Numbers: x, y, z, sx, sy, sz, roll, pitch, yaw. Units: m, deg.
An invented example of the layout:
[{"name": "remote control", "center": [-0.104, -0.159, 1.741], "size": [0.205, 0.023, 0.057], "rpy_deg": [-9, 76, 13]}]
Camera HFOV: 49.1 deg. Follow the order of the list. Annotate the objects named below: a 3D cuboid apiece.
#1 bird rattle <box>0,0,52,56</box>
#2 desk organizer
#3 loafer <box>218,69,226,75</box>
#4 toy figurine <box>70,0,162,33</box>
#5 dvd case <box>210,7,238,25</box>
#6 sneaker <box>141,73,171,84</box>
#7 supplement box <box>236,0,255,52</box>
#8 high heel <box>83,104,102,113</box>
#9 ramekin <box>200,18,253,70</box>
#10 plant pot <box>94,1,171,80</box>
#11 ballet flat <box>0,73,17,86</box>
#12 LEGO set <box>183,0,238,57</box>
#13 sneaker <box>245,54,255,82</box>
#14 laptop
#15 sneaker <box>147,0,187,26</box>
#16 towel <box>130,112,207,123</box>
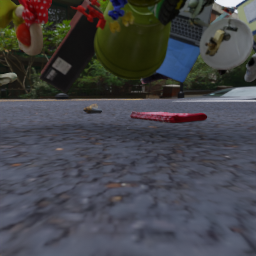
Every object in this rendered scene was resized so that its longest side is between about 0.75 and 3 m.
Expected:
[{"name": "bird rattle", "center": [-3.003, -3.149, 8.530], "size": [2.231, 1.819, 1.257], "rpy_deg": [18, 36, 36]}, {"name": "desk organizer", "center": [-1.766, -2.736, 9.390], "size": [1.029, 2.870, 1.105], "rpy_deg": [30, 19, -32]}, {"name": "loafer", "center": [3.452, -2.299, 10.326], "size": [0.312, 0.305, 0.856], "rpy_deg": [-29, -27, -9]}, {"name": "toy figurine", "center": [-0.097, -2.567, 4.860], "size": [0.993, 1.128, 1.883], "rpy_deg": [25, -12, -29]}, {"name": "dvd case", "center": [2.709, -3.142, 7.874], "size": [0.689, 0.104, 0.944], "rpy_deg": [-36, 3, 35]}, {"name": "sneaker", "center": [1.244, -2.171, 11.619], "size": [1.333, 0.507, 0.963], "rpy_deg": [-30, 28, -35]}, {"name": "supplement box", "center": [4.639, -3.538, 8.967], "size": [1.153, 1.715, 1.717], "rpy_deg": [27, -39, -37]}, {"name": "high heel", "center": [-2.056, -1.059, 14.842], "size": [0.953, 0.477, 1.336], "rpy_deg": [3, 14, -28]}, {"name": "ramekin", "center": [2.454, -2.020, 6.911], "size": [1.234, 1.234, 0.575], "rpy_deg": [5, 5, 32]}, {"name": "plant pot", "center": [0.222, -2.757, 7.494], "size": [2.236, 2.236, 2.153], "rpy_deg": [-1, -13, -8]}, {"name": "ballet flat", "center": [-3.041, -1.136, 6.714], "size": [0.809, 0.281, 0.281], "rpy_deg": [-10, 3, 22]}, {"name": "LEGO set", "center": [1.814, -2.978, 6.628], "size": [0.732, 1.678, 2.584], "rpy_deg": [8, 44, -16]}, {"name": "sneaker", "center": [3.741, -1.852, 8.520], "size": [0.436, 1.064, 0.398], "rpy_deg": [-10, 50, -12]}, {"name": "laptop", "center": [1.382, -3.152, 9.484], "size": [2.179, 2.328, 1.349], "rpy_deg": [28, 51, 26]}, {"name": "sneaker", "center": [0.731, -3.077, 5.082], "size": [1.118, 1.024, 2.624], "rpy_deg": [39, -25, 5]}, {"name": "towel", "center": [1.599, -0.501, 11.357], "size": [1.902, 0.296, 2.630], "rpy_deg": [-5, 8, -38]}]
